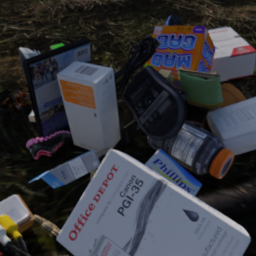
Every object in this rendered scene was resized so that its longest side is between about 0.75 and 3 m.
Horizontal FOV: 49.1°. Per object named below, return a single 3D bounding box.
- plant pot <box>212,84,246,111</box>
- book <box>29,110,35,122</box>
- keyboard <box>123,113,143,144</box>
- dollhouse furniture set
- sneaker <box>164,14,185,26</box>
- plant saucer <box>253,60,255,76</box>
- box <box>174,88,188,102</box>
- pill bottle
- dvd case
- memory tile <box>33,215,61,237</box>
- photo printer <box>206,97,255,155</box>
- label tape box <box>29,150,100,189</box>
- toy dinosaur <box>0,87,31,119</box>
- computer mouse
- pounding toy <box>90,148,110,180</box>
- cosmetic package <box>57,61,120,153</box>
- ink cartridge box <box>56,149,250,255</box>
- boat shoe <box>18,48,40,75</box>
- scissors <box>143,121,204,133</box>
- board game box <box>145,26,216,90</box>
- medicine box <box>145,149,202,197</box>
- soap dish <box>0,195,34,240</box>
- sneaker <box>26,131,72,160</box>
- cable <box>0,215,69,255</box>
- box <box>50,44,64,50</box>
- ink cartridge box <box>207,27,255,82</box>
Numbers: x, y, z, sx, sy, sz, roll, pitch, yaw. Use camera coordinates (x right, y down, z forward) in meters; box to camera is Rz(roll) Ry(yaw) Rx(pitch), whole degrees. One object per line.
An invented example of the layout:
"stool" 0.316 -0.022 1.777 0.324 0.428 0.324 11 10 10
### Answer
"plant pot" 3.181 -0.793 9.073 0.739 1.055 1.055 -42 50 -5
"book" -2.589 -0.760 9.541 1.062 0.382 1.590 3 38 6
"keyboard" 0.290 -0.155 8.377 0.169 0.789 1.314 13 35 35
"dollhouse furniture set" 1.484 -0.878 8.237 2.315 1.516 1.162 15 72 30
"sneaker" 1.695 -4.124 12.638 1.067 1.025 2.721 -16 35 53
"plant saucer" 5.933 -2.558 11.730 2.276 0.354 2.276 0 39 0
"box" 1.187 -0.818 8.267 0.399 0.714 1.012 24 3 -33
"pill bottle" 1.641 0.495 7.356 2.112 1.122 1.122 30 48 32
"dvd case" -1.878 -1.050 8.011 1.922 2.694 0.236 -32 57 -31
"memory tile" -1.379 2.126 5.635 1.106 0.848 0.093 24 67 28
"photo printer" 3.482 -0.142 7.906 2.099 0.729 1.746 -19 29 7
"label tape box" -1.256 0.915 5.542 1.212 0.868 0.401 -27 89 -32
"toy dinosaur" -4.113 -0.831 9.389 1.908 0.974 1.295 -30 22 -13
"computer mouse" 0.657 -0.853 7.246 0.747 1.963 2.835 17 36 -48
"pounding toy" -0.438 1.025 6.763 0.985 0.988 1.723 -7 34 -8
"cosmetic package" -0.985 -0.477 7.537 1.191 2.349 0.837 16 44 23
"ink cartridge box" 0.361 1.827 4.785 2.581 1.068 1.891 30 88 20
"boat shoe" -3.497 -2.347 11.024 0.882 1.014 2.751 -23 48 -34
"scissors" 1.308 0.012 8.749 2.043 0.142 0.747 6 51 11
"board game box" 1.796 -2.280 9.549 1.726 1.724 1.724 13 -2 28
"medicine box" 0.706 1.413 6.245 1.274 0.720 1.398 41 50 9
"soap dish" -2.675 2.039 6.036 1.076 0.437 0.846 -29 47 -31
"sneaker" -2.160 0.519 7.963 1.321 0.522 0.630 -18 64 -19
"cable" -1.924 2.208 4.847 2.469 0.621 1.199 12 19 24
"box" -2.592 -2.684 11.335 0.570 1.040 1.179 -22 45 -26
"ink cartridge box" 3.727 -3.045 11.551 1.925 1.087 2.623 -10 39 2
